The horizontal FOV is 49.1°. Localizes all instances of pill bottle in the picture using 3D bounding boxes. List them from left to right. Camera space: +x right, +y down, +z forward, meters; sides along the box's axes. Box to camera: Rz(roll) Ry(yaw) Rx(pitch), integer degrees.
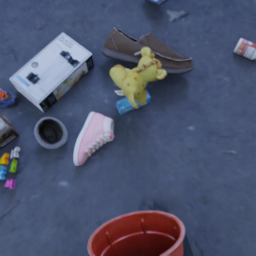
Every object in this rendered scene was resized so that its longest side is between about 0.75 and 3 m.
[{"bbox_3d":[3.904,-2.495,9.013,0.848,0.475,0.475,27,71,9],"label":"pill bottle"}]

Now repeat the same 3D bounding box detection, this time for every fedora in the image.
[{"bbox_3d":[-2.193,0.186,7.925,0.855,0.436,0.966,-36,84,-24],"label":"fedora"}]

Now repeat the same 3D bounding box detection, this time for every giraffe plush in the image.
[{"bbox_3d":[0.344,-1.394,7.403,1.253,1.545,1.333,-40,98,19],"label":"giraffe plush"}]

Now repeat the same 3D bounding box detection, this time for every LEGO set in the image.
[{"bbox_3d":[-3.326,1.079,7.577,0.472,0.438,1.149,-21,58,33],"label":"LEGO set"}]

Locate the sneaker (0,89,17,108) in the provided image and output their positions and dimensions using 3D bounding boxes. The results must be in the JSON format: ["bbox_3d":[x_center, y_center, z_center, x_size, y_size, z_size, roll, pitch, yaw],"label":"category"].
[{"bbox_3d":[-4.006,-0.998,8.382,1.359,0.533,0.512,13,70,5],"label":"sneaker"}]

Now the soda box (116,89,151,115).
[{"bbox_3d":[0.157,-0.774,8.395,1.003,0.340,0.322,-23,70,-9],"label":"soda box"}]

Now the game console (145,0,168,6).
[{"bbox_3d":[1.018,-4.736,9.463,0.909,0.630,1.064,-37,49,-9],"label":"game console"}]

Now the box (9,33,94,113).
[{"bbox_3d":[-2.280,-1.718,8.591,1.307,0.674,2.241,39,73,14],"label":"box"}]

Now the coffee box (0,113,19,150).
[{"bbox_3d":[-3.958,0.332,7.645,1.624,0.918,0.648,-39,73,-15],"label":"coffee box"}]

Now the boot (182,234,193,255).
[{"bbox_3d":[1.478,3.079,6.264,1.527,0.608,1.852,-37,56,31],"label":"boot"}]

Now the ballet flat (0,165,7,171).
[{"bbox_3d":[-3.699,1.276,7.463,0.977,0.333,0.329,-35,30,-17],"label":"ballet flat"}]

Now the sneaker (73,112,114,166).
[{"bbox_3d":[-0.892,0.348,7.791,0.857,0.617,1.640,14,65,11],"label":"sneaker"}]

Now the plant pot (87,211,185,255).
[{"bbox_3d":[0.330,3.034,5.750,1.953,1.953,1.899,-12,100,-5],"label":"plant pot"}]

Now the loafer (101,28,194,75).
[{"bbox_3d":[0.626,-2.331,8.418,2.890,1.055,1.026,15,110,4],"label":"loafer"}]
